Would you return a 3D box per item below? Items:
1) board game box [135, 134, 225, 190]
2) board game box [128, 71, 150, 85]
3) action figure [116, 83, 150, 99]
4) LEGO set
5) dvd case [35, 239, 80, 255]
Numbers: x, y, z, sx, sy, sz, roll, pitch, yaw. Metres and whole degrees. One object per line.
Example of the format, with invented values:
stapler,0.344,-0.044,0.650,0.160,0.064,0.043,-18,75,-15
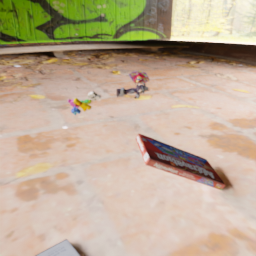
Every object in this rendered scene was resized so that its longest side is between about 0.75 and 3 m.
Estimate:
board game box,1.584,1.039,8.595,2.733,0.266,1.407,21,23,-21
board game box,0.399,-1.747,10.085,0.655,0.162,0.830,-4,-22,21
action figure,0.189,-1.298,9.835,1.171,0.406,0.762,-5,29,12
LEGO set,-2.105,-1.090,12.078,1.785,0.733,0.681,-17,45,39
dvd case,-1.379,3.122,5.565,1.346,0.166,1.887,-18,29,-35
